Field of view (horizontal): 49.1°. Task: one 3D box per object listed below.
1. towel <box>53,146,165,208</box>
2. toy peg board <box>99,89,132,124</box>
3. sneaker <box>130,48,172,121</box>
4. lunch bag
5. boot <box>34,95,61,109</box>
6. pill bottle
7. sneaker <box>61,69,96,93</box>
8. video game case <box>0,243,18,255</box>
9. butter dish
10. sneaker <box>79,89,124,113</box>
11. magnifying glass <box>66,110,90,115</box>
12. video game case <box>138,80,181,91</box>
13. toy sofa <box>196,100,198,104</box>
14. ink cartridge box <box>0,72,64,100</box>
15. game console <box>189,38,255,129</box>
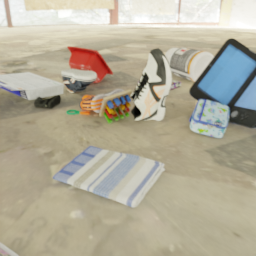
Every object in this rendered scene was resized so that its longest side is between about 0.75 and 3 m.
[{"bbox_3d":[-0.449,1.122,6.989,2.333,0.278,1.713,11,30,26],"label":"towel"},{"bbox_3d":[-0.354,-0.705,9.922,1.103,1.098,0.540,-22,69,-25],"label":"toy peg board"},{"bbox_3d":[0.695,-1.238,9.233,1.144,2.860,1.054,-10,45,-12],"label":"sneaker"},{"bbox_3d":[2.730,-0.345,9.397,1.192,0.611,1.483,17,39,15],"label":"lunch bag"},{"bbox_3d":[-3.344,-1.130,11.652,0.772,0.388,1.032,7,26,16],"label":"boot"},{"bbox_3d":[3.264,-3.513,15.311,1.638,1.638,2.815,-12,28,-24],"label":"pill bottle"},{"bbox_3d":[-2.218,-2.128,12.960,0.978,0.990,2.494,-19,24,-33],"label":"sneaker"},{"bbox_3d":[-1.989,2.471,3.505,2.411,0.286,2.195,15,15,30],"label":"video game case"},{"bbox_3d":[-2.172,-3.000,14.444,2.109,2.103,1.559,16,74,28],"label":"butter dish"},{"bbox_3d":[-1.011,-1.093,11.053,1.222,0.846,2.181,6,12,39],"label":"sneaker"},{"bbox_3d":[-1.951,-0.588,10.866,0.928,0.104,0.369,4,25,12],"label":"magnifying glass"},{"bbox_3d":[1.573,-2.210,14.084,1.470,0.290,1.622,-22,33,-39],"label":"video game case"},{"bbox_3d":[3.385,-0.844,10.813,1.512,0.738,0.626,4,67,7],"label":"toy sofa"},{"bbox_3d":[-4.799,-1.903,12.614,2.709,0.551,2.715,21,24,31],"label":"ink cartridge box"},{"bbox_3d":[3.926,-1.658,9.636,1.618,2.735,2.334,38,-3,-25],"label":"game console"}]
